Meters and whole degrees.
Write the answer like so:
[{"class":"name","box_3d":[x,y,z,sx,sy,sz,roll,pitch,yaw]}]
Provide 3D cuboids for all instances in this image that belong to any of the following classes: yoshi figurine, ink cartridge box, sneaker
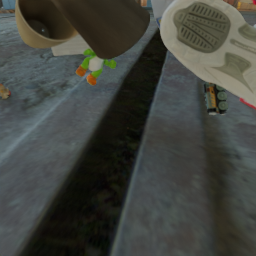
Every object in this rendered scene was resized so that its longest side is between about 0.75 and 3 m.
[{"class":"yoshi figurine","box_3d":[-0.689,-1.737,7.067,0.758,1.353,0.761,48,17,19]},{"class":"ink cartridge box","box_3d":[-1.935,-3.299,9.869,1.719,0.531,2.120,-7,-15,-9]},{"class":"sneaker","box_3d":[1.835,-0.963,4.335,2.866,1.117,1.424,35,7,4]},{"class":"ink cartridge box","box_3d":[1.373,-4.014,9.514,0.870,1.556,2.280,-13,-7,14]},{"class":"ink cartridge box","box_3d":[4.692,-1.772,8.647,1.092,2.608,1.882,-10,30,-17]}]

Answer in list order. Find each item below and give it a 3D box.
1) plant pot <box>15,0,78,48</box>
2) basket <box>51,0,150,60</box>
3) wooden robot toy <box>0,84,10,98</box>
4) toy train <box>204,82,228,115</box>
[{"class":"plant pot","box_3d":[-2.226,-2.755,7.283,1.631,1.631,1.741,-20,6,-33]},{"class":"basket","box_3d":[-0.631,-2.341,5.537,1.498,1.661,1.130,-27,54,26]},{"class":"wooden robot toy","box_3d":[-4.587,-1.421,10.318,0.414,0.427,0.940,-12,31,-20]},{"class":"toy train","box_3d":[1.969,-0.687,6.286,0.468,0.821,0.350,-7,-1,25]}]
